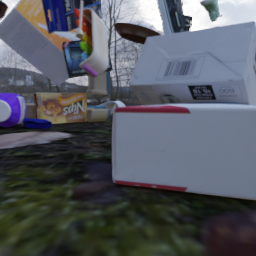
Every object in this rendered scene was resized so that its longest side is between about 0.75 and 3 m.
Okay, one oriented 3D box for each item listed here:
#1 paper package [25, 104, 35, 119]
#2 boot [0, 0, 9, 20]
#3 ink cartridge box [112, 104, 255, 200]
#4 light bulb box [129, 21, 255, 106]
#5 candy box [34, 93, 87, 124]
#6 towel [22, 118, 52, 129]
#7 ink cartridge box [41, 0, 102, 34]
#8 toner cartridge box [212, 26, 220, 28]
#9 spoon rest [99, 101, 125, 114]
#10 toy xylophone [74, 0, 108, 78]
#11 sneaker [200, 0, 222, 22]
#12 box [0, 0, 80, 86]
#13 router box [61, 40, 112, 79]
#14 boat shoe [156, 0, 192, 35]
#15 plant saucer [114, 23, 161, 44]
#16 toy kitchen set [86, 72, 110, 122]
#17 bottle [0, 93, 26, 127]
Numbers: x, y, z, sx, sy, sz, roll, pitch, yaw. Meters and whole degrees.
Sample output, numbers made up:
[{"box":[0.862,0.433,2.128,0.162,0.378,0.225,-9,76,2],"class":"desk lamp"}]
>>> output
[{"box":[-3.778,-0.689,11.809,1.302,0.674,1.241,0,6,4],"class":"paper package"},{"box":[-3.413,-2.235,6.444,0.542,1.686,1.571,32,5,-12],"class":"boot"},{"box":[0.770,0.104,3.191,1.334,0.753,1.817,2,6,20],"class":"ink cartridge box"},{"box":[1.267,-0.613,4.748,1.778,1.119,1.794,3,-30,34],"class":"light bulb box"},{"box":[-2.348,-0.704,9.935,0.507,1.059,1.834,6,8,44],"class":"candy box"},{"box":[-2.724,-0.118,8.327,0.786,0.264,1.064,5,3,-23],"class":"towel"},{"box":[-1.215,-2.687,6.355,0.302,0.767,1.542,23,45,29],"class":"ink cartridge box"},{"box":[3.682,-2.976,11.579,0.497,2.304,1.094,-8,17,26],"class":"toner cartridge box"},{"box":[-0.943,-0.918,13.544,1.322,0.807,2.661,-4,8,-37],"class":"spoon rest"},{"box":[-0.592,-1.399,4.280,0.287,1.141,0.836,-15,-33,23],"class":"toy xylophone"},{"box":[3.037,-4.276,10.150,0.495,0.793,1.345,-9,11,37],"class":"sneaker"},{"box":[-2.939,-3.170,9.978,1.344,1.716,2.758,-27,-52,31],"class":"box"},{"box":[-1.252,-2.149,8.571,1.372,1.028,0.426,-14,5,-17],"class":"router box"},{"box":[1.166,-2.442,6.523,0.662,1.865,0.672,-18,0,24],"class":"boat shoe"},{"box":[0.327,-3.347,10.118,1.775,0.325,1.775,14,6,-1],"class":"plant saucer"},{"box":[-1.264,-1.277,11.375,1.411,1.919,2.395,-4,7,-28],"class":"toy kitchen set"},{"box":[-3.693,-0.546,8.574,0.809,1.035,2.478,-1,6,-12],"class":"bottle"}]
